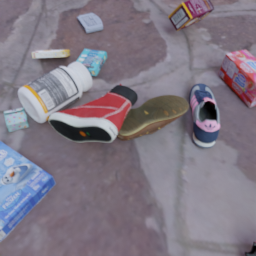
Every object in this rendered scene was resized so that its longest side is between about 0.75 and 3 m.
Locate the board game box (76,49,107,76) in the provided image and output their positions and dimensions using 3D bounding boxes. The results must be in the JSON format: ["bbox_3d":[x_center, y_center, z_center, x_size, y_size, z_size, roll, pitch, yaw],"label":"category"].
[{"bbox_3d":[-1.490,-2.580,10.990,0.953,0.296,1.262,11,50,13],"label":"board game box"}]

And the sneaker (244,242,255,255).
[{"bbox_3d":[3.021,2.677,6.260,0.934,0.359,0.391,-34,75,-8],"label":"sneaker"}]

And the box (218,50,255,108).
[{"bbox_3d":[4.223,-1.773,9.898,0.933,0.975,1.955,-15,52,-16],"label":"box"}]

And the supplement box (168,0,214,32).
[{"bbox_3d":[2.726,-4.964,12.066,1.788,0.987,0.766,-33,93,-32],"label":"supplement box"}]

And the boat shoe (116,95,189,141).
[{"bbox_3d":[0.706,-0.295,8.733,2.492,0.841,0.897,-22,60,-15],"label":"boat shoe"}]

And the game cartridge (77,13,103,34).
[{"bbox_3d":[-1.747,-4.906,13.098,0.947,0.288,1.421,-21,52,-13],"label":"game cartridge"}]

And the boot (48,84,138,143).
[{"bbox_3d":[-1.041,-0.554,8.462,2.682,0.971,1.935,4,50,37],"label":"boot"}]

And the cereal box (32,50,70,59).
[{"bbox_3d":[-3.050,-2.944,11.143,1.323,0.261,0.952,-2,19,-3],"label":"cereal box"}]

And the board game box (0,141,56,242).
[{"bbox_3d":[-3.480,1.624,7.337,2.178,0.475,2.189,26,54,22],"label":"board game box"}]

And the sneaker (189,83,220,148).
[{"bbox_3d":[2.505,-0.707,8.924,0.948,1.109,2.703,3,49,1],"label":"sneaker"}]

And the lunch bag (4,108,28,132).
[{"bbox_3d":[-3.612,-0.327,9.006,0.653,0.468,0.767,-15,55,-17],"label":"lunch bag"}]

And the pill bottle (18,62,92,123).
[{"bbox_3d":[-2.348,-1.237,9.274,1.290,1.290,2.217,35,57,26],"label":"pill bottle"}]
